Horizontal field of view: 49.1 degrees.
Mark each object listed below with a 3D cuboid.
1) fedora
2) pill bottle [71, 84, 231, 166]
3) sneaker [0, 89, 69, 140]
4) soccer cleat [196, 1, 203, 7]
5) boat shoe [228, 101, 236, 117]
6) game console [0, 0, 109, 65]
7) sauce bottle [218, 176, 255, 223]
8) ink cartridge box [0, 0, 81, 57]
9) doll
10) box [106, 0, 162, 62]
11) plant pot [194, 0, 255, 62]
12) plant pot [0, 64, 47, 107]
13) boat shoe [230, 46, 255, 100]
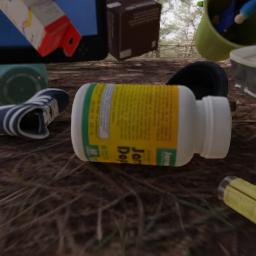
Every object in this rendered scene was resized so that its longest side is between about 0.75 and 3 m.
[{"bbox_3d":[1.881,-0.625,7.569,1.109,2.429,2.429,25,3,-31],"label":"fedora"},{"bbox_3d":[0.451,-0.057,5.585,2.831,1.597,1.597,2,17,6],"label":"pill bottle"},{"bbox_3d":[-2.331,-0.426,7.790,1.464,0.946,2.698,7,25,36],"label":"sneaker"},{"bbox_3d":[2.800,-4.457,10.113,0.763,0.258,0.309,-19,45,-31],"label":"soccer cleat"},{"bbox_3d":[2.786,-0.703,9.348,1.641,0.591,0.592,2,17,5],"label":"boat shoe"},{"bbox_3d":[-1.867,-2.858,6.341,2.388,2.715,1.580,3,14,24],"label":"game console"},{"bbox_3d":[1.854,1.116,3.723,0.462,0.462,1.428,-8,20,-25],"label":"sauce bottle"},{"bbox_3d":[-1.810,-2.182,5.720,0.569,1.692,0.983,-45,8,-27],"label":"ink cartridge box"},{"bbox_3d":[3.066,-3.277,7.266,0.612,1.723,2.525,29,-16,-10],"label":"doll"},{"bbox_3d":[-0.125,-3.096,8.253,1.413,1.399,1.704,-25,50,-25],"label":"box"},{"bbox_3d":[3.037,-3.069,8.514,2.258,2.258,2.076,-2,-7,-5],"label":"plant pot"},{"bbox_3d":[-3.988,-1.756,10.024,2.482,2.482,2.332,-9,32,-28],"label":"plant pot"},{"bbox_3d":[2.239,-0.679,4.235,0.866,0.738,2.590,-14,24,7],"label":"boat shoe"}]
